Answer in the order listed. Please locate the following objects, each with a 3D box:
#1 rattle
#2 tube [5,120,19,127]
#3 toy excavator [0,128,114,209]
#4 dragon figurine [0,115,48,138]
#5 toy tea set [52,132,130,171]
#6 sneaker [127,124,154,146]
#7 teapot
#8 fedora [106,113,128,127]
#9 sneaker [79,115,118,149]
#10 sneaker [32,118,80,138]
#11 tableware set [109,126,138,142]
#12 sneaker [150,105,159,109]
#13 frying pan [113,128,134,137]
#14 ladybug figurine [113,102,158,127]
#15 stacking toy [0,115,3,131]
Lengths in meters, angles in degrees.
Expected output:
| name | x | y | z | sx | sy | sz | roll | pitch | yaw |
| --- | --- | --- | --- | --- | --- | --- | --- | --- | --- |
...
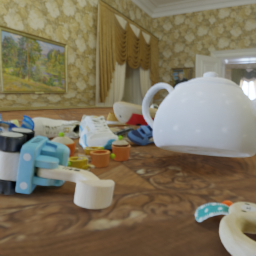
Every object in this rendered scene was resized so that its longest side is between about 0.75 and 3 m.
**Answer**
| name | x | y | z | sx | sy | sz | roll | pitch | yaw |
| --- | --- | --- | --- | --- | --- | --- | --- | --- | --- |
| rattle | 1.469 | 0.829 | 3.291 | 1.126 | 1.236 | 1.730 | -16 | 14 | -6 |
| tube | -5.779 | 0.229 | 10.810 | 2.947 | 0.855 | 0.765 | -7 | 47 | -28 |
| toy excavator | -1.367 | 0.751 | 5.162 | 2.145 | 1.071 | 2.085 | 8 | 7 | -7 |
| dragon figurine | -3.124 | 0.132 | 8.005 | 1.275 | 0.754 | 2.564 | -11 | 39 | -34 |
| toy tea set | -0.967 | 0.506 | 7.245 | 1.385 | 0.862 | 2.328 | 5 | 8 | 38 |
| sneaker | 0.813 | 0.134 | 10.159 | 1.902 | 0.782 | 0.703 | -6 | 40 | -32 |
| teapot | 2.013 | -0.413 | 7.394 | 2.926 | 2.137 | 2.888 | 7 | -8 | -6 |
| fedora | -0.753 | -0.528 | 16.743 | 1.838 | 0.749 | 1.838 | 0 | 7 | 0 |
| sneaker | -1.089 | 0.153 | 9.460 | 1.014 | 1.071 | 2.651 | -2 | 7 | -27 |
| sneaker | -2.926 | 0.008 | 11.447 | 1.416 | 0.903 | 2.451 | 1 | 5 | 36 |
| tableware set | 0.144 | 0.205 | 12.265 | 2.461 | 0.342 | 2.946 | 6 | 8 | 45 |
| sneaker | 2.014 | -0.536 | 14.545 | 1.051 | 1.019 | 2.878 | -6 | 20 | -40 |
| frying pan | -0.493 | 0.290 | 11.312 | 1.699 | 0.277 | 1.028 | -16 | -4 | -30 |
| ladybug figurine | 0.557 | -0.588 | 13.594 | 2.765 | 0.995 | 1.877 | 9 | 5 | -22 |
| stacking toy | -5.825 | 0.119 | 9.571 | 2.835 | 1.556 | 1.645 | -15 | 13 | -13 |
